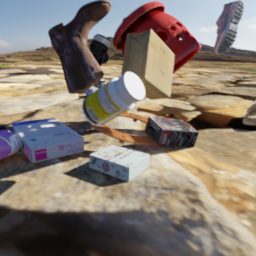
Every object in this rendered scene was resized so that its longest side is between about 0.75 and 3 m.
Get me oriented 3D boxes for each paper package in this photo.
[{"bbox_3d":[0.659,-1.908,8.731,0.888,1.636,1.716,0,-13,35],"label":"paper package"}]

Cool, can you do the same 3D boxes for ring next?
[{"bbox_3d":[0.048,0.004,9.937,2.973,0.285,2.973,11,20,-4],"label":"ring"}]

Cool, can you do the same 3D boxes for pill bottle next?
[{"bbox_3d":[-0.368,-0.688,6.857,1.495,0.854,0.854,-27,-2,37],"label":"pill bottle"}]

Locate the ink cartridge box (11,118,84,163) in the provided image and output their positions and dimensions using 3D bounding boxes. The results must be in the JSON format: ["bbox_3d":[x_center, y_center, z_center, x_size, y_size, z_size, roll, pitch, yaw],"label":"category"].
[{"bbox_3d":[-2.775,0.293,9.325,1.654,0.582,2.772,-11,23,-32],"label":"ink cartridge box"}]

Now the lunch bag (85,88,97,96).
[{"bbox_3d":[-2.257,-2.232,17.641,0.783,0.485,0.665,-27,28,-28],"label":"lunch bag"}]

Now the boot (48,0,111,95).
[{"bbox_3d":[-1.219,-2.591,9.151,2.497,2.679,0.861,-29,-22,11],"label":"boot"}]

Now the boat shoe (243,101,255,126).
[{"bbox_3d":[5.502,-0.674,11.931,0.946,0.851,2.621,10,20,28],"label":"boat shoe"}]

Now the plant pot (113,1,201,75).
[{"bbox_3d":[1.054,-3.366,11.554,2.942,2.679,2.942,-36,-4,-3],"label":"plant pot"}]

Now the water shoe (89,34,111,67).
[{"bbox_3d":[-1.302,-2.937,11.381,0.916,1.011,2.562,27,-6,-2],"label":"water shoe"}]

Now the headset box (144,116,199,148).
[{"bbox_3d":[1.339,0.121,9.198,1.518,0.569,1.128,5,22,-23],"label":"headset box"}]

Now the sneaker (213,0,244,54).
[{"bbox_3d":[3.714,-3.809,10.742,0.765,2.048,0.840,18,5,-40],"label":"sneaker"}]

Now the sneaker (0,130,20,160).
[{"bbox_3d":[-4.563,0.437,8.470,2.760,1.000,1.574,14,14,20],"label":"sneaker"}]

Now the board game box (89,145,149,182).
[{"bbox_3d":[-0.238,0.912,7.572,1.324,0.426,0.977,13,21,33],"label":"board game box"}]

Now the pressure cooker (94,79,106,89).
[{"bbox_3d":[-1.957,-2.988,19.190,0.871,0.976,0.858,-13,22,-38],"label":"pressure cooker"}]
